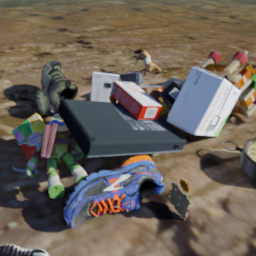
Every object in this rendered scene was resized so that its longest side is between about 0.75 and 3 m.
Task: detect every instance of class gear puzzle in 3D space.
[{"bbox_3d":[1.159,1.461,6.055,0.160,1.221,0.633,-24,50,-21],"label":"gear puzzle"}]

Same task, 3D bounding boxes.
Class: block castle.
[{"bbox_3d":[3.586,-1.540,9.507,1.062,2.264,1.513,-44,31,-12],"label":"block castle"}]

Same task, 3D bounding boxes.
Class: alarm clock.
[{"bbox_3d":[3.593,0.829,7.532,2.187,0.728,1.475,25,42,30],"label":"alarm clock"}]

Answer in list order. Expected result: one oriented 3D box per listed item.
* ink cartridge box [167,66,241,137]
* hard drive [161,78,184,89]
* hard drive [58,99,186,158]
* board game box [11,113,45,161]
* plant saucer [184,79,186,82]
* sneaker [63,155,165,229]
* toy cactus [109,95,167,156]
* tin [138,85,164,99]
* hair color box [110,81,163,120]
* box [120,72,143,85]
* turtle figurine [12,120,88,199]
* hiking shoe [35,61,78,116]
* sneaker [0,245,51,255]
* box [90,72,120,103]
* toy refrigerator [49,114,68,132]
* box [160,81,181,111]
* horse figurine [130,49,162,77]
[{"bbox_3d":[2.258,-0.654,8.094,0.944,1.636,2.248,31,14,29],"label":"ink cartridge box"},{"bbox_3d":[1.898,-1.714,11.765,0.899,0.282,1.332,21,39,29],"label":"hard drive"},{"bbox_3d":[-0.149,-0.052,7.305,2.864,0.471,1.999,1,33,-36],"label":"hard drive"},{"bbox_3d":[-2.631,0.299,7.915,0.885,0.233,1.157,-38,72,-1],"label":"board game box"},{"bbox_3d":[2.464,-1.595,11.239,0.137,0.796,0.796,-35,36,7],"label":"plant saucer"},{"bbox_3d":[-0.235,1.481,6.343,2.642,0.995,1.036,-26,46,-28],"label":"sneaker"},{"bbox_3d":[0.347,-0.114,8.662,2.694,1.377,2.223,-13,46,-31],"label":"toy cactus"},{"bbox_3d":[0.162,-1.294,10.286,2.434,0.510,1.363,2,8,33],"label":"tin"},{"bbox_3d":[0.204,-0.790,7.919,0.758,0.457,1.493,-2,34,-37],"label":"hair color box"},{"bbox_3d":[0.158,-1.877,10.761,0.652,0.459,0.881,-3,12,18],"label":"box"},{"bbox_3d":[-1.718,0.958,6.919,1.367,1.900,1.842,16,27,-41],"label":"turtle figurine"},{"bbox_3d":[-2.594,-1.505,10.652,1.409,1.060,2.800,3,50,-7],"label":"hiking shoe"},{"bbox_3d":[-1.884,2.480,5.224,1.121,0.648,0.424,-1,58,18],"label":"sneaker"},{"bbox_3d":[-0.807,-1.052,9.500,0.906,1.554,0.467,6,15,0],"label":"box"},{"bbox_3d":[-1.825,-0.249,8.880,1.270,0.444,0.482,-9,41,24],"label":"toy refrigerator"},{"bbox_3d":[1.673,-0.864,9.371,0.633,1.182,0.877,-45,65,1],"label":"box"},{"bbox_3d":[0.738,-2.928,12.598,1.044,1.575,0.393,-28,-7,27],"label":"horse figurine"}]
